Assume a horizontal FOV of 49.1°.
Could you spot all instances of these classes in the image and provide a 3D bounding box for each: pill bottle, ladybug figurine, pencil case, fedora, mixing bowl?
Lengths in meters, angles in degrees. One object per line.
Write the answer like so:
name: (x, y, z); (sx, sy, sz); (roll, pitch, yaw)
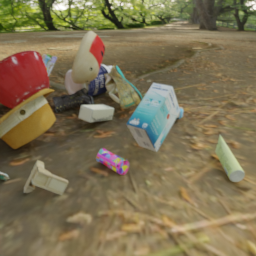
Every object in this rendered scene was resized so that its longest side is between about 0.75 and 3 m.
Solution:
pill bottle: (-1.463, -2.059, 12.133); (1.262, 1.262, 2.272); (20, 31, 39)
ladybug figurine: (-1.425, -2.580, 10.404); (0.906, 1.710, 2.518); (17, 46, -10)
pencil case: (-0.378, 0.798, 6.683); (0.403, 0.403, 0.912); (-20, 28, -39)
fedora: (-2.749, -0.126, 7.604); (2.285, 0.932, 2.285); (-35, 12, 9)
mixing bowl: (-3.811, -1.510, 10.218); (1.309, 2.417, 2.417); (51, 39, 6)

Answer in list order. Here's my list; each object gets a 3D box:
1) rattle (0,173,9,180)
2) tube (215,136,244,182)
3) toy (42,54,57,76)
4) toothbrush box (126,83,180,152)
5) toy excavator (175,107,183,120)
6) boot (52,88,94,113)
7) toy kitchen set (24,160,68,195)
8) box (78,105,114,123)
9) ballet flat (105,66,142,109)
rattle: (-3.933, 0.453, 5.802); (2.655, 1.897, 1.729); (1, 2, 18)
tube: (2.356, 0.721, 6.687); (0.393, 0.351, 1.354); (-41, 23, 17)
toy: (-3.810, -2.569, 12.255); (0.879, 1.526, 0.360); (18, -14, 28)
toothbrush box: (0.668, -0.263, 6.956); (0.583, 1.001, 1.367); (17, 62, 33)
toy excavator: (1.731, -0.538, 9.690); (0.792, 0.396, 0.770); (-2, 18, -27)
boot: (-2.027, -0.836, 10.369); (1.409, 0.560, 1.618); (-21, 42, -15)
toy kitchen set: (-1.765, 1.181, 5.957); (0.677, 0.612, 0.750); (28, 1, -23)
box: (-1.016, -0.486, 9.164); (0.523, 0.435, 1.273); (20, 15, 26)
ballet flat: (-0.376, -1.597, 10.837); (1.017, 1.017, 2.878); (-8, 34, -17)
